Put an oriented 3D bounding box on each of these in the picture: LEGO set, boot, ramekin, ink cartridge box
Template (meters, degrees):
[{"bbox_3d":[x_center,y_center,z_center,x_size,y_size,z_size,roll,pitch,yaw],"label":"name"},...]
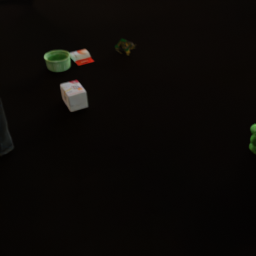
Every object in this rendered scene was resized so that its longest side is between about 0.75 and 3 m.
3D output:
[{"bbox_3d":[-0.101,-3.368,11.902,0.849,0.492,0.653,18,73,25],"label":"LEGO set"},{"bbox_3d":[-3.541,0.104,6.540,0.603,1.836,1.514,34,50,21],"label":"boot"},{"bbox_3d":[-2.704,-2.561,10.803,0.984,0.480,0.984,0,40,0],"label":"ramekin"},{"bbox_3d":[-1.885,-2.875,11.388,0.715,0.221,0.881,-21,42,-22],"label":"ink cartridge box"},{"bbox_3d":[-1.715,-1.013,8.884,0.596,0.593,0.820,-20,44,-22],"label":"ink cartridge box"}]

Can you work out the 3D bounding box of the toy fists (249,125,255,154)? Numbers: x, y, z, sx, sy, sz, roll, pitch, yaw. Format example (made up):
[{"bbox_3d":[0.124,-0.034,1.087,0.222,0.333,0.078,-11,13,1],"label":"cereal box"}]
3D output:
[{"bbox_3d":[4.016,0.000,7.391,1.896,0.966,0.652,-15,43,-17],"label":"toy fists"}]
